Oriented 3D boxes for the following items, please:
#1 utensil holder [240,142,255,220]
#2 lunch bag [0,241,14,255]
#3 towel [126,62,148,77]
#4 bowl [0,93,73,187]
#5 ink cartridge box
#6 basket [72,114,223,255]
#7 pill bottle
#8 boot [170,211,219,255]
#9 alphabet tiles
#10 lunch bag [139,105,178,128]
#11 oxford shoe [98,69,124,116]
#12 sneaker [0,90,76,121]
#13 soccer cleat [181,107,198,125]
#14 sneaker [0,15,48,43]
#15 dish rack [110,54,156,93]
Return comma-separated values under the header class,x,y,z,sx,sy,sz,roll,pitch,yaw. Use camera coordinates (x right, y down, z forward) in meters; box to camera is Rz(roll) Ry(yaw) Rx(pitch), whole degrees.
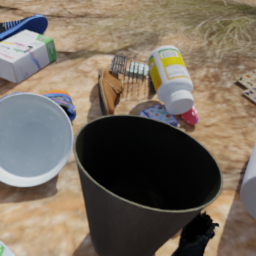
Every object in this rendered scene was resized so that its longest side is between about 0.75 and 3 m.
class,x,y,z,sx,sy,sz,roll,pitch,yaw
utensil holder,3.788,0.799,6.115,2.120,2.120,2.495,21,49,21
lunch bag,-2.533,2.924,3.821,1.083,2.297,2.867,37,54,15
towel,0.393,-2.205,10.671,0.806,0.194,0.690,15,48,15
bowl,-2.478,0.297,7.093,2.243,2.243,1.008,0,-2,-6
ink cartridge box,-4.078,-2.780,10.739,1.562,0.906,2.157,22,48,22
basket,0.087,1.324,5.075,2.314,2.567,1.746,20,44,7
pill bottle,1.305,-1.422,8.467,1.096,1.096,1.944,-9,60,-9
boot,1.018,2.329,5.080,0.580,1.285,1.569,33,53,30
alphabet tiles,4.837,-1.320,9.717,1.758,0.079,2.104,-23,50,-19
lunch bag,0.881,-0.162,8.343,0.922,0.435,1.151,-23,47,-20
oxford shoe,-0.545,-1.198,9.133,0.886,0.887,2.486,0,42,-6
sneaker,-2.607,-0.443,7.970,2.627,0.990,1.030,-19,50,-36
soccer cleat,1.832,-0.719,8.894,0.613,0.535,1.603,-1,43,-33
sneaker,-4.946,-4.304,12.255,1.158,1.042,2.972,33,53,20
dish rack,0.245,-1.979,9.905,1.800,0.491,1.381,12,41,-6
